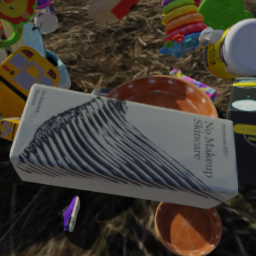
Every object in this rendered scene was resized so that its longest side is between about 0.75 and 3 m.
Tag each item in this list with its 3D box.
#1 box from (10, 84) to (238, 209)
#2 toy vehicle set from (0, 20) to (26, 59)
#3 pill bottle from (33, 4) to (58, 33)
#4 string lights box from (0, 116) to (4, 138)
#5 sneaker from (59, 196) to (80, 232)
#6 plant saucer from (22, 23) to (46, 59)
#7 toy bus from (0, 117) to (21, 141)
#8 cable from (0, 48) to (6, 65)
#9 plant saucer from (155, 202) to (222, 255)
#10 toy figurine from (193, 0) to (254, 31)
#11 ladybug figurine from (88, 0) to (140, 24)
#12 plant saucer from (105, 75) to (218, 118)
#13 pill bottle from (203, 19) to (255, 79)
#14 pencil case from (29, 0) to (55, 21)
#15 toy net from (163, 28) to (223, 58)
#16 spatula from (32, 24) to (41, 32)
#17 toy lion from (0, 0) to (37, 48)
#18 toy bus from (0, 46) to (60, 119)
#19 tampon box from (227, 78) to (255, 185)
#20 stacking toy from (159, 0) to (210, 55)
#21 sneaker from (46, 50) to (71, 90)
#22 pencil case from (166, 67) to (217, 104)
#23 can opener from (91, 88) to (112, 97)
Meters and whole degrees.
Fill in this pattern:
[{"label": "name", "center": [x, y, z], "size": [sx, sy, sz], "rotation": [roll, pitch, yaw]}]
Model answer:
[{"label": "box", "center": [-0.014, 0.287, 3.552], "size": [2.543, 0.869, 1.045], "rotation": [9, 62, -6]}, {"label": "toy vehicle set", "center": [-3.030, -2.429, 6.499], "size": [0.342, 2.580, 1.603], "rotation": [-35, 50, -30]}, {"label": "pill bottle", "center": [-2.858, -3.904, 9.451], "size": [0.744, 0.744, 1.285], "rotation": [-15, 62, -12]}, {"label": "string lights box", "center": [-4.257, -0.271, 8.004], "size": [2.718, 1.397, 0.801], "rotation": [-18, 52, -15]}, {"label": "sneaker", "center": [-1.455, 2.034, 6.783], "size": [0.435, 0.304, 0.875], "rotation": [6, 50, 6]}, {"label": "plant saucer", "center": [-3.388, -2.114, 9.312], "size": [0.502, 2.607, 2.607], "rotation": [3, 35, -51]}, {"label": "toy bus", "center": [-1.657, 0.000, 4.488], "size": [0.349, 0.290, 0.891], "rotation": [15, 7, 7]}, {"label": "cable", "center": [-3.774, -1.306, 6.067], "size": [2.184, 2.184, 0.756], "rotation": [-23, 49, -10]}, {"label": "plant saucer", "center": [1.402, 2.272, 6.626], "size": [1.544, 0.249, 1.544], "rotation": [1, 50, -1]}, {"label": "toy figurine", "center": [3.552, -5.040, 11.994], "size": [2.804, 2.105, 2.580], "rotation": [6, 37, -24]}, {"label": "ladybug figurine", "center": [-0.100, -3.906, 7.881], "size": [2.442, 0.878, 1.657], "rotation": [-43, 33, 19]}, {"label": "plant saucer", "center": [0.466, -0.027, 5.365], "size": [2.401, 0.387, 2.401], "rotation": [-6, 54, 8]}, {"label": "pill bottle", "center": [2.737, -1.928, 7.273], "size": [1.261, 1.261, 2.309], "rotation": [-1, 8, -1]}, {"label": "pencil case", "center": [-2.735, -3.588, 7.494], "size": [1.272, 1.272, 2.878], "rotation": [-25, 21, -19]}, {"label": "toy net", "center": [1.538, -2.101, 6.626], "size": [1.346, 0.706, 0.260], "rotation": [-18, 48, 30]}, {"label": "spatula", "center": [-2.514, -2.740, 7.706], "size": [0.101, 0.279, 0.986], "rotation": [20, 20, -9]}, {"label": "toy lion", "center": [-2.400, -2.258, 5.396], "size": [1.298, 1.354, 0.465], "rotation": [-17, 24, -30]}, {"label": "toy bus", "center": [-2.195, -0.595, 5.897], "size": [0.912, 2.803, 1.097], "rotation": [40, 71, -10]}, {"label": "tampon box", "center": [2.687, -0.020, 5.189], "size": [1.607, 1.354, 2.144], "rotation": [6, 25, 21]}, {"label": "stacking toy", "center": [1.441, -3.462, 8.125], "size": [1.327, 1.403, 2.417], "rotation": [-21, 95, -32]}, {"label": "sneaker", "center": [-3.059, -2.478, 10.019], "size": [2.849, 1.167, 1.053], "rotation": [35, 57, 26]}, {"label": "pencil case", "center": [2.037, -1.290, 9.257], "size": [1.810, 0.800, 0.800], "rotation": [35, 58, 22]}, {"label": "can opener", "center": [0.237, -0.865, 8.916], "size": [2.942, 0.785, 0.984], "rotation": [5, 51, 3]}]
